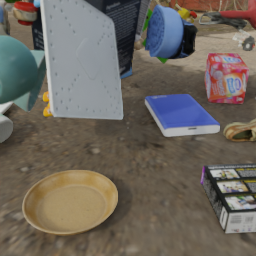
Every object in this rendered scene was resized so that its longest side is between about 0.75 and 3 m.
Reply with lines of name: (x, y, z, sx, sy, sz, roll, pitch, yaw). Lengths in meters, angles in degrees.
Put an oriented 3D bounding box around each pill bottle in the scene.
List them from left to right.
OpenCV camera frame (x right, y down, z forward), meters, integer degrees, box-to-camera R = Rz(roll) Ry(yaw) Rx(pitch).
pill bottle: (-0.085, -3.031, 7.647, 1.120, 1.981, 1.120, 15, 15, -4)

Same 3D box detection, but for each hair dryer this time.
hair dryer: (3.351, -3.315, 8.104, 1.799, 0.642, 2.362, 39, 59, 14)

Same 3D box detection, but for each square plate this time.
square plate: (-4.786, -0.421, 8.740, 1.828, 0.260, 1.811, -1, 27, -1)

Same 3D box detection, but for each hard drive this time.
hard drive: (1.577, -0.476, 8.783, 1.603, 0.308, 2.429, -4, 27, -8)

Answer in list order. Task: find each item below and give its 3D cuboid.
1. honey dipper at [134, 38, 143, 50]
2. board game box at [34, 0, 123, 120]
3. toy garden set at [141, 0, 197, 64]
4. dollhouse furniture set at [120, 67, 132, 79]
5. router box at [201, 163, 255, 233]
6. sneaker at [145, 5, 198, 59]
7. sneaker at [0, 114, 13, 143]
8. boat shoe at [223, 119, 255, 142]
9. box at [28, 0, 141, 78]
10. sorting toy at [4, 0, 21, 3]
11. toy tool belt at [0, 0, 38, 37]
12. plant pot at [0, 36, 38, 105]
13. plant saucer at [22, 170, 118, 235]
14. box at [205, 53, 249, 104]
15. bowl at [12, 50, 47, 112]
honey dipper: (0.372, -2.831, 9.511, 0.357, 0.357, 1.881, 1, 21, 2)
board game box: (-0.670, -1.019, 4.235, 0.232, 1.794, 1.795, -8, -3, 27)
toy garden set: (0.927, -3.402, 8.859, 2.109, 1.758, 0.421, 41, 10, -5)
dollhouse furniture set: (-1.340, -3.171, 12.690, 2.337, 1.615, 2.476, 21, 33, 35)
router box: (2.489, 1.227, 5.212, 1.883, 0.481, 1.404, -1, 27, -3)
sneaker: (0.915, -1.779, 5.404, 1.007, 0.907, 2.586, 5, 18, -2)
sneaker: (-4.332, 0.090, 6.689, 1.569, 0.979, 2.660, 25, 24, 17)
boat shoe: (3.278, 0.129, 7.444, 1.407, 0.532, 0.520, -9, 32, 1)
box: (-0.955, -2.524, 6.131, 2.002, 2.697, 1.444, 30, 47, 20)
sorting toy: (-2.234, -3.615, 6.071, 2.014, 1.210, 0.827, -37, 9, -31)
toy tool belt: (-2.870, -2.027, 5.689, 1.935, 1.189, 1.208, 0, 35, -21)
plant pot: (-1.972, -0.785, 4.176, 0.994, 0.994, 0.797, 3, 30, 7)
plant saucer: (-1.024, 1.375, 5.126, 1.682, 0.298, 1.682, 0, 27, 0)
box: (3.664, -1.982, 10.692, 1.226, 1.281, 2.569, 5, 27, 9)
bowl: (-2.239, -1.085, 5.925, 0.716, 1.368, 1.368, 19, 24, -13)
